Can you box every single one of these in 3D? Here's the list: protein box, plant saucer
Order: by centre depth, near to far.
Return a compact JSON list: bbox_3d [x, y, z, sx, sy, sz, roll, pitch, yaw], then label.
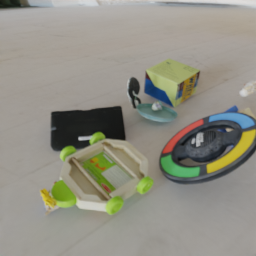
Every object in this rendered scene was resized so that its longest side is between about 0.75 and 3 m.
[{"bbox_3d":[1.091,-0.578,10.787,1.610,0.221,1.610,10,22,-4],"label":"plant saucer"},{"bbox_3d":[1.898,-2.013,12.257,1.703,1.157,1.715,30,46,30],"label":"protein box"}]

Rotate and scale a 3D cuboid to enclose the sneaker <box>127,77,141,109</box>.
[{"bbox_3d":[0.108,-1.516,11.245,0.536,1.421,0.818,-21,42,-13],"label":"sneaker"}]

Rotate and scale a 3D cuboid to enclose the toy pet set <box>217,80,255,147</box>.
[{"bbox_3d":[4.225,-0.253,9.248,2.258,2.418,1.284,-31,-3,-9],"label":"toy pet set"}]

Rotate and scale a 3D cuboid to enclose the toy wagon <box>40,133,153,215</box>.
[{"bbox_3d":[-0.842,1.219,7.080,2.820,0.558,2.188,-26,50,-32],"label":"toy wagon"}]

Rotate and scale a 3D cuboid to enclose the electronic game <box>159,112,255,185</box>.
[{"bbox_3d":[2.173,0.480,7.807,2.912,0.606,2.912,-28,22,12],"label":"electronic game"}]

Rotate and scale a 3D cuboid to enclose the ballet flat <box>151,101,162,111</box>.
[{"bbox_3d":[1.108,-0.823,10.905,0.412,0.412,1.145,2,6,3],"label":"ballet flat"}]

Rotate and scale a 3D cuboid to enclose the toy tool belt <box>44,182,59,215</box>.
[{"bbox_3d":[-1.899,1.738,6.920,0.482,0.474,0.772,35,21,-31],"label":"toy tool belt"}]

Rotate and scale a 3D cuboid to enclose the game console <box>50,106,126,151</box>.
[{"bbox_3d":[-1.410,-0.011,10.047,2.459,1.431,2.163,-6,61,-5],"label":"game console"}]
